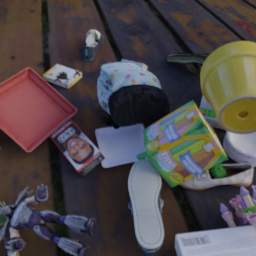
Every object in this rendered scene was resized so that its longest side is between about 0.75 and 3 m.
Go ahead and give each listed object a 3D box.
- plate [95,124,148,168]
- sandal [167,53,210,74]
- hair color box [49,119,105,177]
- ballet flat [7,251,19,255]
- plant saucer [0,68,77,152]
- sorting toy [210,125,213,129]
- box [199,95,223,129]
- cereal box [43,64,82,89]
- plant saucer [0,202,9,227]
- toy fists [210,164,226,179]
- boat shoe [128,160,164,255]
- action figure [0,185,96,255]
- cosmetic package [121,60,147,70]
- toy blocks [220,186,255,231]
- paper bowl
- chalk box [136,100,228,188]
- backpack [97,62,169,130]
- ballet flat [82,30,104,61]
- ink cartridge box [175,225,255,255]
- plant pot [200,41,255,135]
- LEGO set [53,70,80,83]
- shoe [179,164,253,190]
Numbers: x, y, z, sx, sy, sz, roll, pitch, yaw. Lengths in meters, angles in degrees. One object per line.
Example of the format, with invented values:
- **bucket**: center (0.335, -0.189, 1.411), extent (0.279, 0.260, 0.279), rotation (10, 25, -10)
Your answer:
- **plate**: center (-0.157, 0.597, 9.613), extent (1.739, 0.282, 1.743), rotation (-10, 47, -9)
- **sandal**: center (3.065, -2.948, 12.860), extent (1.121, 0.806, 2.824), rotation (-25, 31, -39)
- **hair color box**: center (-1.703, 0.621, 9.228), extent (0.944, 0.570, 1.860), rotation (-42, 56, -11)
- **ballet flat**: center (-2.847, 3.280, 7.001), extent (0.259, 0.238, 0.755), rotation (-25, 50, -23)
- **plant saucer**: center (-3.618, -0.663, 10.127), extent (2.561, 0.471, 2.566), rotation (42, 53, 0)
- **sorting toy**: center (2.423, 0.421, 9.718), extent (1.093, 0.383, 2.267), rotation (2, 43, 3)
- **box**: center (3.346, -0.794, 10.393), extent (1.308, 0.717, 1.482), rotation (14, 70, 14)
- **cereal box**: center (-2.933, -2.314, 12.517), extent (1.425, 0.282, 1.025), rotation (23, 51, 20)
- **plant saucer**: center (-4.295, 2.411, 7.441), extent (1.708, 0.410, 1.711), rotation (35, 36, 24)
- **toy fists**: center (2.699, 1.129, 8.577), extent (0.446, 0.301, 0.874), rotation (2, 65, -15)
- **boat shoe**: center (0.516, 2.106, 7.756), extent (0.991, 0.819, 2.647), rotation (-4, 48, -6)
- **action figure**: center (-2.198, 2.399, 7.158), extent (2.698, 0.936, 1.756), rotation (14, 71, 12)
- **cosmetic package**: center (0.259, -2.838, 12.767), extent (1.160, 0.294, 0.479), rotation (18, 3, 28)
- **toy blocks**: center (3.183, 1.986, 7.351), extent (1.274, 1.190, 1.072), rotation (-25, 88, -27)
- **paper bowl**: center (3.929, 0.621, 9.236), extent (1.547, 0.805, 1.547), rotation (0, 45, 0)
- **chalk box**: center (1.383, 0.605, 8.296), extent (2.359, 1.467, 1.460), rotation (-33, 27, 17)
- **backpack**: center (-0.009, -1.257, 10.063), extent (2.388, 1.811, 2.861), rotation (0, 27, -23)
- **ballet flat**: center (-1.773, -4.416, 14.191), extent (0.933, 0.933, 2.554), rotation (6, 45, 6)
- **ink cartridge box**: center (2.548, 3.292, 6.348), extent (2.502, 0.559, 2.205), rotation (-5, 28, -5)
- **plant pot**: center (3.384, -1.068, 8.498), extent (2.297, 2.297, 2.161), rotation (6, 46, 6)
- **LEGO set**: center (-2.586, -2.204, 11.665), extent (1.163, 0.755, 0.330), rotation (-12, 71, -10)
- **shoe**: center (2.632, 1.393, 8.586), extent (2.399, 0.640, 0.839), rotation (-1, 45, -1)
